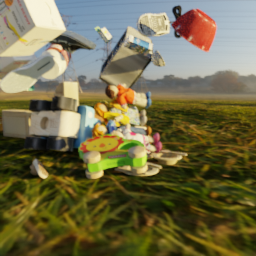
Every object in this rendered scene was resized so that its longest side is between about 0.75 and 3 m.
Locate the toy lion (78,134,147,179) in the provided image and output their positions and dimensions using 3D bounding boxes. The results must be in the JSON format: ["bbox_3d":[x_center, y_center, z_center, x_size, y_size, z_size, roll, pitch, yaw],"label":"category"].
[{"bbox_3d":[-0.358,0.494,6.029,1.451,0.498,1.391,-6,22,2],"label":"toy lion"}]

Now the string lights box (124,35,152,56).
[{"bbox_3d":[0.301,-2.502,8.492,0.775,0.228,0.398,15,-18,-20],"label":"string lights box"}]

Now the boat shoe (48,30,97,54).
[{"bbox_3d":[-2.185,-3.268,10.807,2.373,0.755,0.839,27,8,32],"label":"boat shoe"}]

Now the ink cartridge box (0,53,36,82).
[{"bbox_3d":[-5.475,-3.016,11.812,2.329,1.685,1.715,-27,6,18],"label":"ink cartridge box"}]

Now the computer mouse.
[{"bbox_3d":[1.103,-3.701,9.980,2.129,1.167,0.467,-16,12,-28],"label":"computer mouse"}]

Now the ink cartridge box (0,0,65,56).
[{"bbox_3d":[-2.802,-2.822,7.522,1.621,1.193,1.172,-22,3,29],"label":"ink cartridge box"}]

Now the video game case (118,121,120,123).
[{"bbox_3d":[-0.592,-0.357,15.145,1.041,0.094,0.745,5,9,33],"label":"video game case"}]

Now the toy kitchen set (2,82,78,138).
[{"bbox_3d":[-3.180,-0.766,11.008,2.226,2.013,2.467,4,9,24],"label":"toy kitchen set"}]

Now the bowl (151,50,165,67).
[{"bbox_3d":[1.201,-2.847,11.792,0.365,0.778,0.778,-31,8,2],"label":"bowl"}]

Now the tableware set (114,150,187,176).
[{"bbox_3d":[0.286,0.729,6.669,1.721,0.239,2.060,7,11,43],"label":"tableware set"}]

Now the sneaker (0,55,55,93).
[{"bbox_3d":[-3.746,-1.992,10.494,2.191,0.800,0.776,-34,25,-20],"label":"sneaker"}]

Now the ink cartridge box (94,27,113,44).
[{"bbox_3d":[-1.069,-4.148,12.328,0.240,0.809,0.420,-30,15,35],"label":"ink cartridge box"}]

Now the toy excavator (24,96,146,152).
[{"bbox_3d":[-1.118,0.039,8.247,2.761,1.418,2.840,0,-7,33],"label":"toy excavator"}]

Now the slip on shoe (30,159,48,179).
[{"bbox_3d":[-1.854,0.874,5.706,0.239,0.300,0.790,-43,30,-10],"label":"slip on shoe"}]

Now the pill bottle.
[{"bbox_3d":[-3.293,-3.004,12.515,1.164,1.164,2.125,0,30,1],"label":"pill bottle"}]

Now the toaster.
[{"bbox_3d":[-0.063,-3.092,13.236,1.622,2.472,2.734,29,31,-17],"label":"toaster"}]

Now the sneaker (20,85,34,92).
[{"bbox_3d":[-5.388,-2.078,14.108,1.472,0.571,0.671,11,-15,4],"label":"sneaker"}]

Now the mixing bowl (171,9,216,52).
[{"bbox_3d":[2.152,-3.121,8.656,1.489,0.806,1.489,25,33,-17],"label":"mixing bowl"}]

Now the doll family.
[{"bbox_3d":[-0.191,-0.069,7.727,1.607,1.166,2.588,9,47,-20],"label":"doll family"}]

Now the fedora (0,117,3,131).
[{"bbox_3d":[-5.676,-0.136,11.633,1.497,0.610,1.497,3,5,0],"label":"fedora"}]

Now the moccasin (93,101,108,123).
[{"bbox_3d":[-1.234,-0.884,14.799,1.004,1.060,2.746,9,15,44],"label":"moccasin"}]
